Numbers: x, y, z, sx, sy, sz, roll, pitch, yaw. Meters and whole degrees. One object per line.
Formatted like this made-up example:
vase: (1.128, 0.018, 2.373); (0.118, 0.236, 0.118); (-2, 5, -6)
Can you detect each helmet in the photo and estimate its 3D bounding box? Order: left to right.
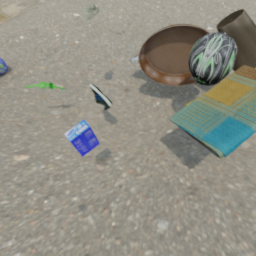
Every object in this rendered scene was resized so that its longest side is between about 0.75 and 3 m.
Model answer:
helmet: (2.450, -2.023, 8.183); (1.424, 1.358, 1.424); (-3, 67, 8)

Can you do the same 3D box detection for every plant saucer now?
plant saucer: (1.849, -2.674, 10.261); (2.945, 2.945, 0.507); (3, 58, 3)

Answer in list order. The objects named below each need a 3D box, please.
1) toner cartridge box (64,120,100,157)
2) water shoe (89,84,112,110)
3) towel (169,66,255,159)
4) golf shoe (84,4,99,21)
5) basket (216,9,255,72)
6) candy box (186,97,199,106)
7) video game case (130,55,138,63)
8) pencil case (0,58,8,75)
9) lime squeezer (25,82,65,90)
toner cartridge box: (-1.076, 0.275, 6.730); (0.570, 1.199, 0.259); (-38, 70, -11)
water shoe: (-0.994, -1.014, 9.429); (0.407, 1.031, 0.369); (-43, 12, 11)
towel: (2.734, -0.542, 7.229); (2.817, 0.306, 2.066); (-35, 38, -9)
golf shoe: (-1.243, -3.706, 9.184); (0.405, 0.503, 1.035); (35, 29, -7)
basket: (3.871, -2.974, 9.503); (1.192, 1.753, 1.580); (-51, 24, -24)
candy box: (2.651, -0.948, 9.517); (1.267, 0.167, 0.648); (-30, 29, -24)
video game case: (1.059, -3.316, 12.563); (1.382, 0.195, 1.530); (12, 44, 44)
pencil case: (-7.002, -2.689, 13.798); (0.897, 0.806, 2.064); (8, 41, 41)
lime squeezer: (-2.945, -1.473, 10.134); (1.436, 0.507, 0.271); (-1, 68, -28)
